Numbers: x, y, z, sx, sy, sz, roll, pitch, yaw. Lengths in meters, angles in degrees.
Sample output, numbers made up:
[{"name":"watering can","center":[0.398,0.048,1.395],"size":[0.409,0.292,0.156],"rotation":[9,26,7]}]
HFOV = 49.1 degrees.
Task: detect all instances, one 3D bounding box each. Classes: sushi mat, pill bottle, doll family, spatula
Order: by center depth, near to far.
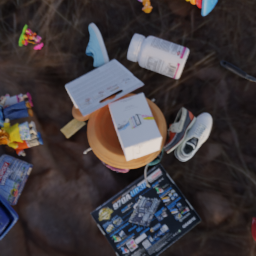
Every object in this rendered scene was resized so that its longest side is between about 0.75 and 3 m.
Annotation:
[{"name":"doll family","center":[-3.707,-0.201,8.830],"size":[1.387,1.007,2.235],"rotation":[-17,77,-4]},{"name":"sushi mat","center":[-1.825,-0.034,9.287],"size":[0.786,0.048,0.376],"rotation":[-40,80,-9]},{"name":"pill bottle","center":[0.979,-2.411,9.331],"size":[1.855,1.052,1.052],"rotation":[21,78,5]},{"name":"spatula","center":[4.210,-1.715,9.583],"size":[2.359,0.242,0.667],"rotation":[27,78,6]}]

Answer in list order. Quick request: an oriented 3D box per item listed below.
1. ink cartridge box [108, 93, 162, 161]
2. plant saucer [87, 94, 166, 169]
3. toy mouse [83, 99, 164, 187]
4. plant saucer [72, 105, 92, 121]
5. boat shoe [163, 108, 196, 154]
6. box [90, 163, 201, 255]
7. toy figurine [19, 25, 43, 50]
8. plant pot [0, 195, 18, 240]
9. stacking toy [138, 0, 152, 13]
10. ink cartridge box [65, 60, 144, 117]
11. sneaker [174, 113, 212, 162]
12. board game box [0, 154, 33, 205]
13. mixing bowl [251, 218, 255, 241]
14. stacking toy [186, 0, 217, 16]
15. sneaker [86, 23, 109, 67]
[{"name":"ink cartridge box","center":[0.188,-0.002,7.722],"size":[1.024,1.042,1.416],"rotation":[-18,66,-5]},{"name":"plant saucer","center":[-0.040,-0.003,8.499],"size":[2.455,0.459,2.455],"rotation":[0,68,0]},{"name":"toy mouse","center":[0.130,0.741,8.722],"size":[2.788,0.540,2.478],"rotation":[-24,71,-8]},{"name":"plant saucer","center":[-1.453,-0.655,9.187],"size":[0.901,0.145,0.901],"rotation":[-11,61,20]},{"name":"boat shoe","center":[1.522,0.064,8.727],"size":[0.560,0.637,1.789],"rotation":[45,55,-7]},{"name":"box","center":[0.511,2.646,8.366],"size":[2.604,0.599,2.070],"rotation":[-35,79,-8]},{"name":"toy figurine","center":[-3.307,-3.063,9.732],"size":[0.714,0.582,0.776],"rotation":[21,116,-11]},{"name":"plant pot","center":[-4.216,2.625,7.770],"size":[1.642,1.477,1.642],"rotation":[44,107,10]},{"name":"stacking toy","center":[0.579,-4.923,10.128],"size":[0.931,0.880,1.604],"rotation":[-12,88,2]},{"name":"ink cartridge box","center":[-0.761,-1.125,8.583],"size":[1.946,0.683,2.394],"rotation":[-29,41,-7]},{"name":"sneaker","center":[2.170,0.267,8.876],"size":[0.691,0.728,1.808],"rotation":[31,77,9]},{"name":"board game box","center":[-3.889,1.533,8.732],"size":[1.326,0.409,1.327],"rotation":[20,78,4]},{"name":"mixing bowl","center":[4.014,3.124,8.128],"size":[1.013,1.013,0.549],"rotation":[23,94,5]},{"name":"stacking toy","center":[2.122,-5.158,10.061],"size":[2.268,1.245,1.316],"rotation":[28,81,19]},{"name":"sneaker","center":[-1.194,-2.846,9.668],"size":[0.665,0.600,1.623],"rotation":[-18,77,-8]}]
